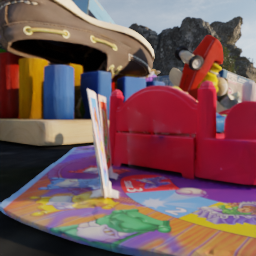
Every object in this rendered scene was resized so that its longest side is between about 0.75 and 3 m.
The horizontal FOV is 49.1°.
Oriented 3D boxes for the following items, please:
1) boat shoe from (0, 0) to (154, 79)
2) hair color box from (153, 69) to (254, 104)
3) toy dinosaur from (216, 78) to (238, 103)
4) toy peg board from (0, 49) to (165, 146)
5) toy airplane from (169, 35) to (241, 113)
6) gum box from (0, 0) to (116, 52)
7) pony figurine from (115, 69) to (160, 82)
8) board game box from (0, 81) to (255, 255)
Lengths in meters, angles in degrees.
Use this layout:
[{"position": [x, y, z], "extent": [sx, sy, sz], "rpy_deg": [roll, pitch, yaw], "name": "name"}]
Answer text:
[{"position": [-0.618, -1.255, 4.603], "extent": [1.072, 0.889, 2.985], "rpy_deg": [-16, -19, 39], "name": "boat shoe"}, {"position": [2.070, -1.070, 8.353], "extent": [1.386, 0.839, 2.772], "rpy_deg": [8, 0, -34], "name": "hair color box"}, {"position": [1.945, -0.391, 6.142], "extent": [0.767, 0.413, 1.741], "rpy_deg": [15, -33, -12], "name": "toy dinosaur"}, {"position": [-0.922, -0.598, 4.794], "extent": [2.943, 1.445, 2.955], "rpy_deg": [2, 3, 42], "name": "toy peg board"}, {"position": [1.340, -0.666, 5.267], "extent": [1.152, 1.632, 1.625], "rpy_deg": [-3, -12, -21], "name": "toy airplane"}, {"position": [-1.386, -1.770, 5.992], "extent": [2.515, 0.560, 2.136], "rpy_deg": [-2, -14, 23], "name": "gum box"}, {"position": [-0.152, -1.386, 9.229], "extent": [2.270, 1.890, 2.191], "rpy_deg": [-3, 33, 15], "name": "pony figurine"}, {"position": [0.567, -0.001, 1.956], "extent": [2.179, 0.537, 2.757], "rpy_deg": [0, 3, -2], "name": "board game box"}]
